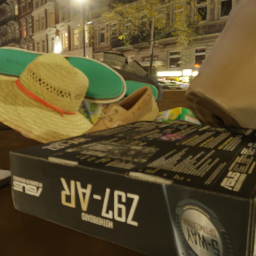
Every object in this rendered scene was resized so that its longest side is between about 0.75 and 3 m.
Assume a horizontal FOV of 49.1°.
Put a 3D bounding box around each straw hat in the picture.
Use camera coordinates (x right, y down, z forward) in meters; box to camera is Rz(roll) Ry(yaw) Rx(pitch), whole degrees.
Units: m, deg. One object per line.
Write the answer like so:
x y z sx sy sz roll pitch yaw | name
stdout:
-1.287 -0.712 4.873 2.437 1.031 2.437 32 14 -9 | straw hat

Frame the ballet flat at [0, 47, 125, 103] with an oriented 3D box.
-1.519 -1.106 6.259 2.910 1.010 1.010 11 8 -8 | ballet flat

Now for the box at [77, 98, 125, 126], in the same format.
-0.652 -0.372 7.007 1.180 0.747 1.225 1 10 6 | box

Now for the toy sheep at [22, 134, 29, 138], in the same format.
-1.869 -0.156 5.555 0.789 0.789 1.144 -4 -3 -25 | toy sheep

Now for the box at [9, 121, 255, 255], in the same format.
0.424 0.368 2.976 1.976 0.537 2.466 5 10 29 | box

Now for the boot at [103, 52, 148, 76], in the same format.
-0.905 -1.562 8.934 2.850 1.862 0.965 18 10 8 | boot

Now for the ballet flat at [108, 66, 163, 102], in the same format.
-0.126 -1.118 6.965 2.130 0.778 0.778 18 14 16 | ballet flat

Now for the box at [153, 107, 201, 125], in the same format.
0.846 -0.125 5.532 0.654 0.270 1.115 14 -14 -34 | box

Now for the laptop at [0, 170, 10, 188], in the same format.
-2.956 -0.059 2.314 2.778 1.610 2.601 3 10 20 | laptop

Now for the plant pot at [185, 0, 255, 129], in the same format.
2.076 -0.780 4.486 1.997 2.302 2.302 -42 17 -6 | plant pot

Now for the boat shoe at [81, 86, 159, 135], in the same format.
-0.244 -0.114 4.441 0.635 0.575 1.781 14 38 44 | boat shoe
